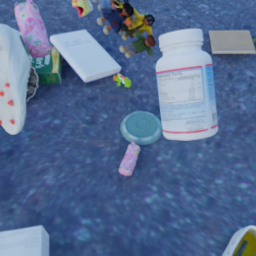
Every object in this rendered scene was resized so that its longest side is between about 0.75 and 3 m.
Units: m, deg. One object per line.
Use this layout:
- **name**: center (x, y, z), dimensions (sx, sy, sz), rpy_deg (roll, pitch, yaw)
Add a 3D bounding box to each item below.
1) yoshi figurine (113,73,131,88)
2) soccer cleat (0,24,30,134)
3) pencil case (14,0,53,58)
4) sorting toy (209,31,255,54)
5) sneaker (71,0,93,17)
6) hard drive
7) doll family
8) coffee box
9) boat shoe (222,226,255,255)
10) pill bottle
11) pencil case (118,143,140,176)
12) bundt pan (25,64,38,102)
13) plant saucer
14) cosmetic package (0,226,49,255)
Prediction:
- **yoshi figurine**: center (-0.189, -1.868, 11.273), dimensions (0.479, 0.481, 0.855), rpy_deg (7, 20, -47)
- **soccer cleat**: center (-2.687, -1.130, 6.625), dimensions (0.877, 2.530, 0.981), rpy_deg (-2, 8, 29)
- **pencil case**: center (-2.498, -2.602, 7.370), dimensions (0.662, 0.662, 1.515), rpy_deg (-17, 75, -13)
- **sorting toy**: center (5.123, -3.856, 12.764), dimensions (2.688, 0.396, 1.987), rpy_deg (2, 47, 6)
- **sneaker**: center (-1.770, -4.548, 9.825), dimensions (0.553, 1.416, 0.640), rpy_deg (23, 68, 38)
- **hard drive**: center (-1.797, -3.068, 11.717), dimensions (1.778, 0.342, 2.695), rpy_deg (-25, 63, -34)
- **doll family**: center (0.001, -3.766, 9.461), dimensions (1.719, 2.973, 1.167), rpy_deg (-7, 50, 49)
- **coffee box**: center (-4.242, -2.565, 11.576), dimensions (2.956, 0.650, 1.818), rpy_deg (-3, 52, -3)
- **boat shoe**: center (2.615, 3.388, 6.618), dimensions (0.920, 1.062, 2.492), rpy_deg (30, 58, 22)
- **pill bottle**: center (1.262, -0.925, 6.188), dimensions (1.221, 2.246, 1.221), rpy_deg (-7, 8, 1)
- **pencil case**: center (0.055, 0.994, 8.896), dimensions (0.468, 0.468, 1.070), rpy_deg (15, 55, 11)
- **bundt pan**: center (-4.166, -1.761, 10.525), dimensions (1.741, 1.741, 0.653), rpy_deg (0, 7, -3)
- **plant saucer**: center (0.475, -0.062, 9.902), dimensions (1.492, 0.204, 1.492), rpy_deg (0, 52, 0)
- **cosmetic package**: center (-2.533, 3.540, 6.657), dimensions (1.173, 0.844, 2.080), rpy_deg (-6, 53, -5)
